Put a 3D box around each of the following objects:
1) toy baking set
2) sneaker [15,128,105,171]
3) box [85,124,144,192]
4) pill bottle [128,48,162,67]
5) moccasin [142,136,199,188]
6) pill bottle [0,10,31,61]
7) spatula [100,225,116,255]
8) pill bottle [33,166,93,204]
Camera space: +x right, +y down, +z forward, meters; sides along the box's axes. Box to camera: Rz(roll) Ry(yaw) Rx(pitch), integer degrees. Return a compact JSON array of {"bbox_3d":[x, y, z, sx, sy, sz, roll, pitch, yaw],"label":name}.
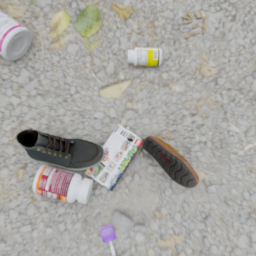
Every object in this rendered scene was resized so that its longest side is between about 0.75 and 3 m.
[{"bbox_3d":[2.837,-4.433,12.078,1.104,0.167,1.438,7,76,5],"label":"toy baking set"},{"bbox_3d":[-2.382,0.766,9.887,2.948,1.566,1.102,1,67,7],"label":"sneaker"},{"bbox_3d":[-0.486,1.118,10.598,1.243,0.392,2.258,33,79,8],"label":"box"},{"bbox_3d":[0.668,-2.881,11.387,1.351,0.738,0.738,2,76,0],"label":"pill bottle"},{"bbox_3d":[1.573,1.183,10.061,2.459,0.949,0.899,38,115,34],"label":"moccasin"},{"bbox_3d":[-5.354,-4.009,11.279,2.591,1.469,1.469,36,79,7],"label":"pill bottle"},{"bbox_3d":[-0.540,4.385,9.923,0.511,0.186,1.807,-18,78,-3],"label":"spatula"},{"bbox_3d":[-2.308,2.065,10.040,1.914,1.048,1.048,14,77,3],"label":"pill bottle"}]
